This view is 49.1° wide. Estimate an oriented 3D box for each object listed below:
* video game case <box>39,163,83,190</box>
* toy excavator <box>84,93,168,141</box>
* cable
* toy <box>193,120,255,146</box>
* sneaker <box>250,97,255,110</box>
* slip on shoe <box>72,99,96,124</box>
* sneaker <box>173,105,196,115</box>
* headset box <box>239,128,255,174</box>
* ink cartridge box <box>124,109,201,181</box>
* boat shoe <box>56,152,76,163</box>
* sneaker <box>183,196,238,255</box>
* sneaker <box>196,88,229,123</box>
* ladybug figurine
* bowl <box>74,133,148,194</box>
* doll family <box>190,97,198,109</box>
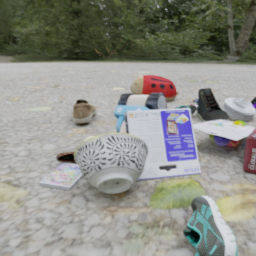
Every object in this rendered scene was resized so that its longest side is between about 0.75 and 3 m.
[{"bbox_3d":[-1.593,1.217,7.164,0.841,0.106,1.175,5,18,16],"label":"video game case"},{"bbox_3d":[0.072,0.212,8.355,1.450,2.902,2.822,5,-24,35],"label":"toy excavator"},{"bbox_3d":[4.947,-0.855,12.528,1.418,0.491,1.418,9,35,-10],"label":"cable"},{"bbox_3d":[3.299,0.228,9.401,1.554,0.637,2.700,18,21,37],"label":"toy"},{"bbox_3d":[6.306,-1.235,14.053,1.370,0.681,0.476,-9,20,-29],"label":"sneaker"},{"bbox_3d":[-2.021,-0.896,12.503,1.025,0.817,2.696,-5,16,0],"label":"slip on shoe"},{"bbox_3d":[2.543,-0.783,12.549,1.405,0.545,0.641,-14,-10,-23],"label":"sneaker"},{"bbox_3d":[4.456,0.628,7.473,2.692,1.040,2.003,11,20,34],"label":"headset box"},{"bbox_3d":[0.909,0.423,7.545,1.849,1.867,0.405,-3,-16,-13],"label":"ink cartridge box"},{"bbox_3d":[-1.527,0.837,7.879,0.961,0.338,0.338,-5,2,-15],"label":"boat shoe"},{"bbox_3d":[1.272,1.694,4.864,0.707,0.602,1.551,-3,16,-4],"label":"sneaker"},{"bbox_3d":[3.496,-0.952,11.957,0.901,1.280,2.409,-9,17,-8],"label":"sneaker"},{"bbox_3d":[1.550,-2.337,16.117,2.833,1.019,1.923,6,41,-9],"label":"ladybug figurine"},{"bbox_3d":[-0.327,0.934,6.224,1.721,1.721,0.808,-3,52,-9],"label":"bowl"},{"bbox_3d":[3.835,-1.334,14.434,0.866,0.629,1.395,14,22,32],"label":"doll family"}]
